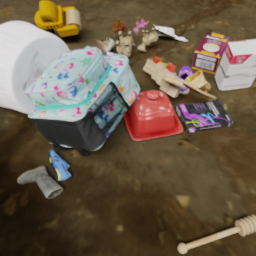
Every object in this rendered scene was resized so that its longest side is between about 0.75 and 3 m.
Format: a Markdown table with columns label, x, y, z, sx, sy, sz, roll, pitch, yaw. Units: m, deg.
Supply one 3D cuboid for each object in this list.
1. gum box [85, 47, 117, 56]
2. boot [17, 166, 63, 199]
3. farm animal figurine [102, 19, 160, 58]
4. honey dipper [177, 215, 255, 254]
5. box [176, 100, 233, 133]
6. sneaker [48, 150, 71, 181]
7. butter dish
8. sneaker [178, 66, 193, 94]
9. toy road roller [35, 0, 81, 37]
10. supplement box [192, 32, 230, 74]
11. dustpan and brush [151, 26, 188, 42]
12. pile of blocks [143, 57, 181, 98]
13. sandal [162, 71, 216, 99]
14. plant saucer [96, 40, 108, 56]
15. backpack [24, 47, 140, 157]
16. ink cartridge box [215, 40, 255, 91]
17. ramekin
| label | x | y | z | sx | sy | sz | roll | pitch | yaw |
| --- | --- | --- | --- | --- | --- | --- | --- | --- | --- |
| gum box | -1.339 | -2.467 | 10.997 | 1.879 | 0.419 | 1.597 | 23 | 53 | 26 |
| boot | -2.351 | 1.526 | 7.463 | 0.889 | 0.355 | 0.978 | -27 | 58 | -25 |
| farm animal figurine | 0.111 | -3.674 | 11.970 | 2.028 | 1.057 | 2.006 | 20 | 64 | 22 |
| honey dipper | 2.090 | 2.508 | 6.520 | 2.021 | 0.384 | 0.384 | -15 | 48 | -8 |
| box | 2.505 | -0.408 | 9.312 | 1.559 | 0.281 | 1.114 | -7 | 47 | -10 |
| sneaker | -1.946 | 1.032 | 7.924 | 0.434 | 0.365 | 1.108 | -11 | 46 | -29 |
| butter dish | 0.740 | -0.614 | 8.823 | 1.718 | 1.273 | 1.722 | -10 | 48 | -9 |
| sneaker | 2.151 | -1.928 | 10.509 | 0.591 | 0.649 | 1.469 | 10 | 47 | 11 |
| toy road roller | -2.959 | -4.596 | 11.656 | 1.817 | 1.326 | 1.116 | -8 | 74 | 1 |
| supplement box | 3.417 | -3.108 | 11.530 | 1.013 | 0.787 | 1.837 | 20 | 49 | 18 |
| dustpan and brush | 1.910 | -4.265 | 12.785 | 1.710 | 0.489 | 1.194 | 6 | 15 | -2 |
| pile of blocks | 1.435 | -1.929 | 9.964 | 1.067 | 0.808 | 2.600 | 14 | 26 | -24 |
| sandal | 2.054 | -1.476 | 8.689 | 2.052 | 0.675 | 0.752 | 15 | 10 | -24 |
| plant saucer | -0.883 | -2.716 | 9.905 | 0.169 | 0.921 | 0.921 | -25 | 49 | 1 |
| backpack | -1.216 | -1.013 | 8.106 | 2.660 | 2.256 | 2.996 | 4 | 41 | 39 |
| ink cartridge box | 3.949 | -2.198 | 9.933 | 1.253 | 1.725 | 0.719 | -7 | 58 | -5 |
| ramekin | -3.006 | -1.754 | 8.736 | 1.371 | 2.812 | 2.812 | 22 | 50 | 29 |
